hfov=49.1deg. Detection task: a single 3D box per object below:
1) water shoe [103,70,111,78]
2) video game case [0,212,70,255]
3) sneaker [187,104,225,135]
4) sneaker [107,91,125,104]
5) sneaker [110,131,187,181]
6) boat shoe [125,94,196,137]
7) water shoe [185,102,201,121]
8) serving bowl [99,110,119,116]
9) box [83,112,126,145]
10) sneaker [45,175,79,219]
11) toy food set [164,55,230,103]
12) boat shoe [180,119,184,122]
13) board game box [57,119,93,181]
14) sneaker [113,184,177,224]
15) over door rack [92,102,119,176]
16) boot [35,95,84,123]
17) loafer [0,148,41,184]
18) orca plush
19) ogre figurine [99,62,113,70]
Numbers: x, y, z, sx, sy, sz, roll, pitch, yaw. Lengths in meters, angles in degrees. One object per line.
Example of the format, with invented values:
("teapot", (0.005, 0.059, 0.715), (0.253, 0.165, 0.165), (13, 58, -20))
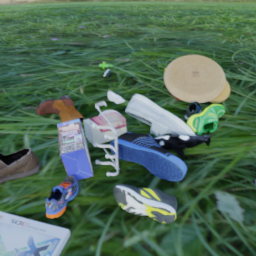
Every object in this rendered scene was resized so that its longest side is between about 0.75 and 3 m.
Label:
("water shoe", (-1.131, -3.016, 15.792), (0.340, 0.308, 0.862), (32, 33, -2))
("video game case", (-2.630, 2.835, 5.910), (2.021, 0.244, 2.217), (9, 32, 14))
("sneaker", (3.086, -0.234, 10.740), (2.115, 0.783, 0.884), (-27, 55, -33))
("sneaker", (-0.555, -1.389, 12.983), (0.452, 0.385, 1.022), (-10, 37, -39))
("sneaker", (0.727, 0.732, 8.788), (2.674, 0.938, 1.042), (21, 41, 31))
("boat shoe", (1.109, -0.154, 10.266), (2.759, 0.963, 0.983), (34, 83, 16))
("water shoe", (2.781, -0.827, 11.673), (0.522, 0.577, 1.461), (18, 38, 15))
("serving bowl", (-0.661, -0.119, 10.435), (1.044, 0.343, 1.044), (0, 74, 0))
("box", (-0.795, 0.007, 9.724), (1.282, 0.698, 0.820), (-16, 27, -23))
("sneaker", (-1.731, 1.711, 7.414), (0.533, 0.555, 1.416), (0, 30, 14))
("toy food set", (3.155, -2.330, 13.232), (2.952, 0.718, 2.922), (-11, 60, -2))
("boat shoe", (1.566, -0.258, 10.900), (1.244, 0.459, 0.471), (-2, 31, -4))
("board game box", (-1.607, 0.664, 8.474), (0.711, 1.171, 1.468), (-15, 37, -7))
("sneaker", (0.454, 1.873, 7.280), (1.743, 0.649, 0.737), (21, 30, 16))
("over door rack", (-0.805, 0.332, 8.847), (0.686, 1.521, 2.059), (-8, 34, -13))
("boot", (-2.814, -0.510, 11.447), (1.591, 0.579, 1.690), (-18, 49, -22))
("loafer", (-3.873, 1.122, 8.169), (2.470, 0.877, 0.902), (-18, 35, -27))
("orca plush", (1.853, 0.648, 9.493), (1.906, 0.678, 1.003), (1, -14, -10))
("ogre figurine", (-1.375, -3.717, 16.791), (0.893, 0.438, 0.536), (25, 18, 11))
